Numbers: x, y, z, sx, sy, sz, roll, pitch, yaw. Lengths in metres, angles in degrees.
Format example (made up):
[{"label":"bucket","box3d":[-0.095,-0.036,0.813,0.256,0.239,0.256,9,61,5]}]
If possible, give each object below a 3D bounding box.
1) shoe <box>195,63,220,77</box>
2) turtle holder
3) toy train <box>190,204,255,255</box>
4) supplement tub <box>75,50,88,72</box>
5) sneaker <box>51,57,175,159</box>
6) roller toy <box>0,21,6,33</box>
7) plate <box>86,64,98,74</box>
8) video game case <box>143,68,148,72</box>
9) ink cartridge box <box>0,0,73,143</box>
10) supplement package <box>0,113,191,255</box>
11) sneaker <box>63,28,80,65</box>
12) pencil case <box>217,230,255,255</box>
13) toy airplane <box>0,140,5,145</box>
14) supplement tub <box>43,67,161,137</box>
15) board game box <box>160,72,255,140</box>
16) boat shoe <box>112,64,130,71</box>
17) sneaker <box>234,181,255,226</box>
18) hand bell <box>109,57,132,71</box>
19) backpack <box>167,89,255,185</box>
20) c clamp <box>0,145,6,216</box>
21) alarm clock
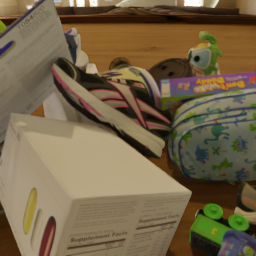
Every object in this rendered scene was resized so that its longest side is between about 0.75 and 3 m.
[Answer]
[{"label":"shoe","box3d":[3.041,-2.397,12.710,2.864,0.764,1.001,-15,31,-27]},{"label":"turtle holder","box3d":[3.111,-2.964,11.438,1.156,1.628,1.237,8,41,-4]},{"label":"toy train","box3d":[2.292,2.048,4.210,2.905,0.606,0.819,19,43,32]},{"label":"supplement tub","box3d":[-1.876,-2.093,9.932,0.790,1.289,0.790,6,64,-12]},{"label":"sneaker","box3d":[-0.249,-0.605,5.993,1.243,2.880,1.157,-56,14,-14]},{"label":"roller toy","box3d":[-4.259,-1.563,8.735,2.927,2.670,2.045,-35,3,9]},{"label":"plate","box3d":[-2.789,-2.555,12.969,2.649,0.429,2.654,-4,23,-9]},{"label":"video game case","box3d":[0.379,-1.291,9.067,1.036,1.143,0.205,-7,33,39]},{"label":"ink cartridge box","box3d":[-2.180,-0.970,5.180,0.520,2.560,2.555,40,75,9]},{"label":"supplement package","box3d":[-0.747,0.979,4.592,2.029,1.445,2.606,8,17,-40]},{"label":"sneaker","box3d":[-1.817,-2.107,6.908,0.784,1.945,1.424,20,73,17]},{"label":"pencil case","box3d":[1.215,2.067,3.650,0.573,0.637,1.467,39,64,10]},{"label":"toy airplane","box3d":[-3.848,0.400,7.311,1.965,0.361,1.965,-12,20,4]},{"label":"supplement tub","box3d":[-0.685,-0.501,7.617,2.722,1.973,1.973,-17,32,-31]},{"label":"board game box","box3d":[2.278,-0.514,7.360,2.762,1.857,0.618,-4,54,10]},{"label":"boat shoe","box3d":[-1.034,-1.500,10.550,2.978,1.097,0.955,-39,17,-33]},{"label":"sneaker","box3d":[2.951,1.296,5.083,2.016,0.799,0.745,-1,0,-5]},{"label":"hand bell","box3d":[-0.105,-2.771,13.369,1.093,1.093,2.099,6,12,12]},{"label":"backpack","box3d":[2.215,0.195,6.304,2.643,2.156,2.032,7,41,26]},{"label":"c clamp","box3d":[-2.630,0.996,6.093,2.200,0.349,2.575,14,30,-7]},{"label":"alarm clock","box3d":[1.267,-1.566,10.221,2.815,0.937,1.899,-34,43,3]}]
